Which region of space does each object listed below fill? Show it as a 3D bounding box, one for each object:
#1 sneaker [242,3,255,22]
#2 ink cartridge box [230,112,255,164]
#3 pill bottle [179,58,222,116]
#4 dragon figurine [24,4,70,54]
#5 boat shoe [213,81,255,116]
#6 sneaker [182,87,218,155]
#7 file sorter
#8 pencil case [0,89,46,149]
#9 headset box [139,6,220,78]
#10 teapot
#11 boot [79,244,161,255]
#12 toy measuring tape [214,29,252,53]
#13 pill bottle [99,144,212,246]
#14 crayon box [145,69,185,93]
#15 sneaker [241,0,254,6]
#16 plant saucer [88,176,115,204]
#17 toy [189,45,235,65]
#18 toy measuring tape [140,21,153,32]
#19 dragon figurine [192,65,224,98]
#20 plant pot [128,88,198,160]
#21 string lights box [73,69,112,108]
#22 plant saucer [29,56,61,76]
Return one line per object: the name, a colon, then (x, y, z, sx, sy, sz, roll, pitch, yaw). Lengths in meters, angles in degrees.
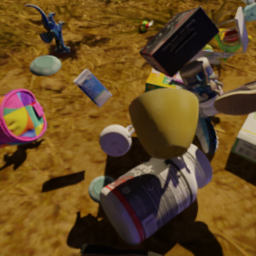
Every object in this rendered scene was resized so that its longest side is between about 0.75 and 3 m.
sneaker: (4.059, -3.746, 9.256, 0.691, 0.623, 1.686, -25, 11, 18)
ink cartridge box: (5.023, -0.040, 9.996, 1.541, 0.880, 2.968, 28, 56, 21)
pill bottle: (2.343, -1.229, 8.679, 0.925, 1.666, 0.925, -29, 18, 11)
dragon figurine: (-2.480, -3.100, 9.009, 0.589, 2.002, 0.995, -5, 77, 18)
boat shoe: (3.325, -0.884, 7.367, 2.098, 0.755, 0.680, -15, 34, 36)
sneaker: (2.351, -0.234, 10.252, 1.248, 1.080, 2.880, -26, 56, 24)
file sorter: (3.459, -3.171, 9.347, 0.768, 1.234, 0.856, -4, 42, 35)
pencil case: (-3.046, -0.033, 6.348, 2.770, 1.224, 1.224, -10, 41, 37)
headset box: (1.444, -2.575, 8.507, 1.849, 0.960, 2.485, -44, 16, 8)
teapot: (-0.322, 0.272, 7.706, 0.943, 0.931, 0.689, 14, 29, -1)
boot: (-0.105, 3.927, 6.815, 2.508, 0.972, 1.735, -2, 54, 16)
toy measuring tape: (3.360, -3.261, 10.545, 2.419, 0.890, 0.890, 7, 50, 16)
pill bottle: (0.838, 1.751, 7.968, 2.995, 1.735, 1.735, -29, 56, -23)
crayon box: (1.820, -1.824, 11.655, 1.990, 0.580, 1.182, 16, 52, 13)
sneaker: (3.591, -4.634, 9.363, 0.758, 2.143, 0.782, -22, 71, 36)
plant saucer: (-0.781, 1.903, 8.851, 0.973, 0.187, 0.973, 0, 50, 0)
toy: (2.926, -2.811, 10.555, 1.858, 1.070, 0.439, 4, 79, -20)
toy measuring tape: (1.009, -5.507, 14.808, 0.441, 0.441, 1.199, 28, 56, 21)
dragon figurine: (1.943, -1.118, 7.220, 0.776, 1.561, 0.459, 9, 83, 40)
plant pot: (0.832, 0.038, 6.188, 1.593, 1.593, 1.131, -3, 64, -2)
string lights box: (-1.094, -1.213, 8.625, 0.567, 1.103, 0.325, -46, 19, -7)
plant saucer: (-3.797, -2.922, 12.772, 1.439, 0.277, 1.439, 0, 50, -1)
